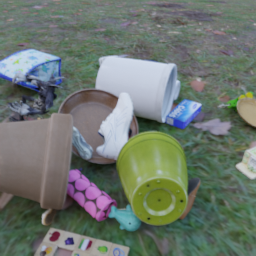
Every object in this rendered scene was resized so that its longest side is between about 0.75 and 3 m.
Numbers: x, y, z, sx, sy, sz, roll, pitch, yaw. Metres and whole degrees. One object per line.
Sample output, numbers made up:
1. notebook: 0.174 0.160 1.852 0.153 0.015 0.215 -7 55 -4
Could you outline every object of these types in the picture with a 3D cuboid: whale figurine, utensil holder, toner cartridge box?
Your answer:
1. whale figurine: -0.079 2.248 6.972 0.839 0.667 0.435 21 6 4
2. utensil holder: 0.363 -1.600 11.183 2.701 2.295 2.295 14 37 16
3. toner cartridge box: 2.288 -0.591 11.490 0.790 0.359 1.663 22 40 28

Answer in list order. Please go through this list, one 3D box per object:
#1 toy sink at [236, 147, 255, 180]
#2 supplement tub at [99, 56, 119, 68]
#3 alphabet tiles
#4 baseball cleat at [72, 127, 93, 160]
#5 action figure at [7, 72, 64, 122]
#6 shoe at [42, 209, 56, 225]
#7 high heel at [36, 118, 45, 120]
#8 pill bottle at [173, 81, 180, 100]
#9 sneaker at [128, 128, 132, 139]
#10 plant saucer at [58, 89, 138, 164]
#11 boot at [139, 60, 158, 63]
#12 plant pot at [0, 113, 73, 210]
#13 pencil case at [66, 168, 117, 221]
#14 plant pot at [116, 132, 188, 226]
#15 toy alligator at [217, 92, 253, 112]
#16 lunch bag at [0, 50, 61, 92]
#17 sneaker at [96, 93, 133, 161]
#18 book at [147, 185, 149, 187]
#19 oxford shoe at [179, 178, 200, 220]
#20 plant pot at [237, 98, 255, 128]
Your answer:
1. toy sink: 4.101 1.056 8.919 1.063 0.596 0.693 -17 38 -23
2. supplement tub: -0.780 -2.451 12.930 0.973 1.588 0.973 -7 8 1
3. alphabet tiles: -1.315 3.385 5.912 2.102 0.095 2.515 8 35 14
4. baseball cleat: -1.502 0.484 8.783 0.405 1.163 0.619 -29 -6 11
5. action figure: -3.534 -1.064 10.146 1.452 2.846 1.692 20 49 -38
6. shoe: -2.056 2.287 7.163 0.202 0.264 0.755 -19 5 6
7. high heel: -3.041 0.243 10.086 1.420 0.711 1.992 -18 41 -37
8. pill bottle: 1.526 -1.848 12.820 1.508 0.903 0.903 16 38 21
9. sneaker: -0.212 0.425 9.730 0.460 0.333 0.942 -7 50 54
10. plant saucer: -1.034 -0.027 9.642 2.841 0.520 2.841 11 59 -19
11. boot: 0.285 -2.995 13.700 2.559 1.156 0.931 1 76 -19
12. plant pot: -2.671 0.759 7.207 2.212 2.536 2.536 7 33 -14
13. pencil case: -1.075 1.824 7.678 1.738 0.814 0.789 32 75 36
14. plant pot: 0.653 1.321 6.947 1.956 1.956 1.884 0 18 0
15. toy alligator: 4.672 -0.969 11.883 2.217 0.657 0.601 -22 81 -29
16. lunch bag: -4.818 -2.699 13.433 2.162 1.621 2.543 20 30 26
17. sneaker: -0.386 -0.101 8.702 0.986 0.843 2.264 11 70 -3
18. book: 0.664 1.253 8.813 1.043 0.375 1.562 10 36 -4
19. oxford shoe: 1.642 1.925 7.709 1.308 0.466 0.466 -48 22 -28
20. plant pot: 5.052 -0.544 11.170 1.634 0.225 1.634 9 50 -11
